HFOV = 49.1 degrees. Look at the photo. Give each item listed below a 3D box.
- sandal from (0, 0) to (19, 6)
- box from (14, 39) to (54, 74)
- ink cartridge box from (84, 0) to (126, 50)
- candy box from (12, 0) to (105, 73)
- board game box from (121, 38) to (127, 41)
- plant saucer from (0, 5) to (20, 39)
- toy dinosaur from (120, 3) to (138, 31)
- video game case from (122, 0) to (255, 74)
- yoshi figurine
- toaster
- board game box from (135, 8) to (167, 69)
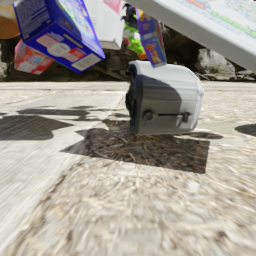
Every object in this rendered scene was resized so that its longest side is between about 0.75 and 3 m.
[{"bbox_3d":[-1.138,-3.001,4.242,3.001,0.860,1.150,-28,42,16],"label":"sandal"},{"bbox_3d":[-2.514,-2.131,7.710,0.758,0.726,1.521,7,-17,-37],"label":"box"},{"bbox_3d":[-1.303,-3.402,8.454,2.282,1.672,0.945,9,4,7],"label":"ink cartridge box"},{"bbox_3d":[-1.637,-2.677,6.241,0.908,2.358,1.994,-23,-15,18],"label":"candy box"},{"bbox_3d":[-0.550,-3.420,9.990,1.161,0.780,0.260,-33,-4,-35],"label":"board game box"},{"bbox_3d":[-3.661,-2.912,7.791,1.719,0.304,1.719,-5,-10,-1],"label":"plant saucer"},{"bbox_3d":[0.213,-3.215,6.733,1.916,0.979,1.300,28,-23,13],"label":"toy dinosaur"},{"bbox_3d":[1.359,-1.701,4.143,2.320,0.275,2.112,33,44,11],"label":"video game case"},{"bbox_3d":[0.289,-3.075,9.232,1.552,0.869,0.872,41,1,-37],"label":"yoshi figurine"},{"bbox_3d":[0.812,-0.822,7.108,1.662,1.462,2.573,3,28,-7],"label":"toaster"},{"bbox_3d":[0.404,-1.894,5.200,0.290,1.295,0.870,-12,-22,15],"label":"board game box"}]
